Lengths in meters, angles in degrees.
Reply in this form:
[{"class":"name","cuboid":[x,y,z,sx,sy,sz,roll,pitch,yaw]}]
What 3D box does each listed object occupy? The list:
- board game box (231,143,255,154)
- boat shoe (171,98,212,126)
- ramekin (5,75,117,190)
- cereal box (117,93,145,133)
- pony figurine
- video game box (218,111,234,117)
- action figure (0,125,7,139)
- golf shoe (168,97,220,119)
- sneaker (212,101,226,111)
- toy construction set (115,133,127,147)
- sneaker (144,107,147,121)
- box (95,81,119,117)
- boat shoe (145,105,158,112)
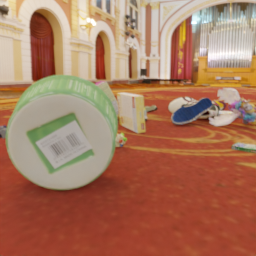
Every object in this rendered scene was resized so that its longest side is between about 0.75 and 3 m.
[{"class":"board game box","cuboid":[3.772,0.632,8.806,0.842,0.123,0.567,9,14,39]},{"class":"boat shoe","cuboid":[2.968,-0.612,13.255,2.298,0.830,0.832,-23,-21,-19]},{"class":"ramekin","cuboid":[-1.339,0.138,5.869,2.342,2.342,1.144,-1,19,-7]},{"class":"cereal box","cuboid":[0.102,-0.690,11.940,0.410,1.492,2.074,-10,15,-22]},{"class":"pony figurine","cuboid":[4.968,-0.812,12.468,2.231,1.858,2.154,19,-11,-31]},{"class":"video game box","cuboid":[5.119,-0.692,15.065,1.332,0.312,1.214,7,11,31]},{"class":"action figure","cuboid":[-3.299,-0.058,8.299,1.388,0.482,0.903,-28,38,-33]},{"class":"golf shoe","cuboid":[3.306,-1.034,14.725,2.848,1.099,1.254,7,13,32]},{"class":"sneaker","cuboid":[4.662,-1.081,15.982,2.145,0.804,0.966,-9,12,-3]},{"class":"toy construction set","cuboid":[-0.519,0.261,9.082,1.252,0.821,0.577,25,68,43]},{"class":"sneaker","cuboid":[0.250,-0.923,14.695,0.879,0.891,2.332,-7,14,-34]},{"class":"box","cuboid":[-1.181,-1.407,14.341,0.879,1.819,1.600,-31,16,-7]},{"class":"boat shoe","cuboid":[1.343,-1.135,17.218,1.036,0.369,0.312,-6,-24,44]}]
